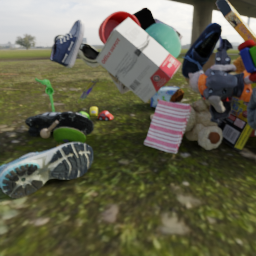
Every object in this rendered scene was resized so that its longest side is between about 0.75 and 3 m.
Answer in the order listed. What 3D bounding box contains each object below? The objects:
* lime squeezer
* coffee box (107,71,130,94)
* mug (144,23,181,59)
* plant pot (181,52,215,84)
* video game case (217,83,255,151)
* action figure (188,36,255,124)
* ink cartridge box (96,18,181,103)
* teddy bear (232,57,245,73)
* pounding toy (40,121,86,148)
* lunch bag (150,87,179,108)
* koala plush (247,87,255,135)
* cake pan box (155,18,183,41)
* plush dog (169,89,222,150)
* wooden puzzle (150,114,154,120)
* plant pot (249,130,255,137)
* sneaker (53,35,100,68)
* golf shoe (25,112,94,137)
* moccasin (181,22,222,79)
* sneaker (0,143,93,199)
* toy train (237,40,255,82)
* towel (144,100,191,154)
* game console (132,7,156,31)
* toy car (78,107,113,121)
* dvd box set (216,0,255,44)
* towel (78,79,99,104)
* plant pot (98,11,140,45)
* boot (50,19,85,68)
[{"bbox_3d":[-2.499,-1.140,8.506,0.267,0.500,1.415,3,48,-57],"label":"lime squeezer"},{"bbox_3d":[-0.147,-2.615,11.045,0.953,1.350,2.388,-27,-19,-14],"label":"coffee box"},{"bbox_3d":[1.068,-3.101,11.554,1.690,2.057,1.272,38,61,9],"label":"mug"},{"bbox_3d":[3.120,-2.161,11.533,1.694,1.137,1.694,-10,52,13],"label":"plant pot"},{"bbox_3d":[3.925,-0.680,10.305,0.333,2.357,2.609,20,14,-15],"label":"video game case"},{"bbox_3d":[2.988,-1.577,7.881,2.622,2.710,1.418,-4,-11,22],"label":"action figure"},{"bbox_3d":[0.255,-1.840,7.815,0.792,1.910,1.402,-54,8,-36],"label":"ink cartridge box"},{"bbox_3d":[5.363,-2.647,10.798,2.667,1.934,0.890,-13,30,38],"label":"teddy bear"},{"bbox_3d":[-2.128,0.459,9.292,1.425,0.661,1.100,29,-37,-36],"label":"pounding toy"},{"bbox_3d":[2.040,-1.647,15.212,1.580,1.184,1.858,1,3,9],"label":"lunch bag"},{"bbox_3d":[2.891,-0.105,5.480,1.016,1.053,1.146,9,37,0],"label":"koala plush"},{"bbox_3d":[1.794,-4.381,12.564,1.211,0.317,1.115,40,18,30],"label":"cake pan box"},{"bbox_3d":[2.256,-0.316,10.274,1.997,2.325,1.866,10,-15,0],"label":"plush dog"},{"bbox_3d":[2.220,-0.656,13.169,1.733,0.433,1.871,13,22,33],"label":"wooden puzzle"},{"bbox_3d":[4.730,-0.371,10.962,1.272,1.237,1.272,-2,17,1],"label":"plant pot"},{"bbox_3d":[-1.710,-2.827,9.814,1.821,0.689,0.798,24,-11,-14],"label":"sneaker"},{"bbox_3d":[-2.577,-0.258,11.015,2.696,1.048,1.274,4,19,8],"label":"golf shoe"},{"bbox_3d":[2.514,-2.669,9.977,0.894,2.223,0.758,20,40,-3],"label":"moccasin"},{"bbox_3d":[-2.190,0.906,7.548,2.622,1.018,1.132,-14,20,-37],"label":"sneaker"},{"bbox_3d":[3.087,-1.501,5.646,1.067,0.781,1.844,-22,-7,43],"label":"toy train"},{"bbox_3d":[1.329,-0.078,9.642,1.284,1.755,0.263,13,-13,35],"label":"towel"},{"bbox_3d":[0.157,-4.108,12.101,2.252,1.328,0.271,-29,41,6],"label":"game console"},{"bbox_3d":[-1.765,-0.614,13.109,1.626,0.385,1.728,-13,22,-36],"label":"toy car"},{"bbox_3d":[3.657,-3.039,8.781,2.198,0.323,1.608,38,33,-20],"label":"dvd box set"},{"bbox_3d":[-1.182,-1.113,8.325,0.096,0.840,0.603,38,21,-4],"label":"towel"},{"bbox_3d":[-0.387,-3.041,8.965,1.280,1.280,1.132,-7,19,-20],"label":"plant pot"},{"bbox_3d":[-1.928,-2.765,8.902,0.722,1.598,0.581,13,4,-44],"label":"boot"}]
